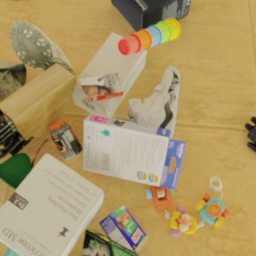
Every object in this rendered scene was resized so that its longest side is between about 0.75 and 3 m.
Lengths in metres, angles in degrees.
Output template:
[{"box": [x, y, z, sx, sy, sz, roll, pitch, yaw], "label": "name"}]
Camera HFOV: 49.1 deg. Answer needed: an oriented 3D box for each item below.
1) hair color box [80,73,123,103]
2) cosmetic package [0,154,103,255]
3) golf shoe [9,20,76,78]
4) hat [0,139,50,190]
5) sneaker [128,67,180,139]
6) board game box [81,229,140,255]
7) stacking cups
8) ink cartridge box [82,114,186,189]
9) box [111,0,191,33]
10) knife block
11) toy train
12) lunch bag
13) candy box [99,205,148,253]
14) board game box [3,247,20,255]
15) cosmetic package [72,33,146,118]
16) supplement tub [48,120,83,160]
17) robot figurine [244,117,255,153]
[{"box": [-0.795, -1.207, 8.415, 1.190, 0.380, 0.660, -12, 75, -8], "label": "hair color box"}, {"box": [-1.945, 2.183, 7.141, 1.779, 1.780, 2.158, 32, 67, 7], "label": "cosmetic package"}, {"box": [-2.788, -2.500, 8.990, 1.082, 2.765, 1.344, -25, 58, 7], "label": "golf shoe"}, {"box": [-2.909, 0.870, 8.062, 1.407, 1.324, 1.598, -51, 41, -5], "label": "hat"}, {"box": [0.816, -0.918, 9.139, 1.549, 1.012, 2.694, 8, 68, 3], "label": "sneaker"}, {"box": [-0.384, 3.370, 6.490, 0.301, 2.562, 1.342, 16, 80, -35], "label": "board game box"}, {"box": [0.673, -2.995, 9.124, 2.529, 0.765, 0.765, -29, 68, -38], "label": "stacking cups"}, {"box": [0.113, 0.696, 8.034, 2.851, 1.701, 0.598, 12, 28, 11], "label": "ink cartridge box"}, {"box": [0.835, -5.025, 10.681, 2.314, 1.359, 2.276, -32, 71, -11], "label": "box"}, {"box": [-3.025, -0.502, 7.994, 0.913, 2.506, 2.855, 36, 111, 24], "label": "knife block"}, {"box": [1.752, 2.133, 8.069, 2.342, 0.651, 1.759, -8, 68, -2], "label": "toy train"}, {"box": [-4.715, -1.223, 9.006, 2.194, 1.573, 2.676, 3, 58, 6], "label": "lunch bag"}, {"box": [-0.098, 2.759, 7.487, 0.451, 0.990, 1.171, -42, 78, 18], "label": "candy box"}, {"box": [-2.337, 4.704, 6.979, 2.922, 0.686, 2.206, 27, 69, 10], "label": "board game box"}, {"box": [-0.600, -1.737, 9.432, 1.408, 1.110, 2.617, 30, 70, 12], "label": "cosmetic package"}, {"box": [-1.924, 0.357, 8.548, 0.678, 0.678, 1.106, -31, 104, -12], "label": "supplement tub"}, {"box": [4.311, 0.227, 8.756, 1.366, 1.027, 0.853, 44, 53, 16], "label": "robot figurine"}]
